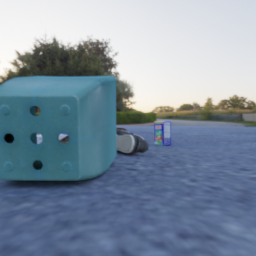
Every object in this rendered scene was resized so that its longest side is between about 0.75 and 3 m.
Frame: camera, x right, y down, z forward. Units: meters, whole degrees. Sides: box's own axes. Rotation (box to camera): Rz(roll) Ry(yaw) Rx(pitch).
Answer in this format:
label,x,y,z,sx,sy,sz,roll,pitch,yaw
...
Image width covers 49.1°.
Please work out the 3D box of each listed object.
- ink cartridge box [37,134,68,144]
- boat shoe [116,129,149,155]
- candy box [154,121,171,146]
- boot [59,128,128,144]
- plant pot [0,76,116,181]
label,x,y,z,sx,sy,sz,roll,pitch,yaw
ink cartridge box,-3.001,0.498,11.309,1.094,0.514,2.327,1,2,36
boat shoe,-0.168,0.486,9.298,0.673,0.789,2.361,14,0,-28
candy box,1.475,0.222,12.051,0.397,1.032,0.872,-1,2,-21
boot,-1.274,0.414,10.448,2.102,0.724,2.255,-13,-6,18
plant pot,-1.366,-0.022,5.639,2.090,2.092,2.959,0,9,1
